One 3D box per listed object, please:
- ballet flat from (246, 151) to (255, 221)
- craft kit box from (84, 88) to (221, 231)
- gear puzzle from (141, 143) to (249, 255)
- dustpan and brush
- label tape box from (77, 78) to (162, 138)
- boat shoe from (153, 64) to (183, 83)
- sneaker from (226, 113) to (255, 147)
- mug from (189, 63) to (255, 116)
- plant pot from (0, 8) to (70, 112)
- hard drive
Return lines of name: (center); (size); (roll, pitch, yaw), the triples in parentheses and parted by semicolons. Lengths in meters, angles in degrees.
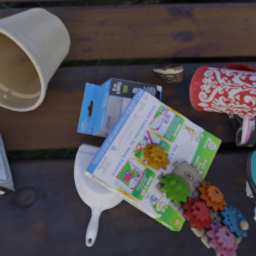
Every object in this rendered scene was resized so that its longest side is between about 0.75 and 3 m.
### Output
ballet flat: (3.160, 1.614, 6.537); (0.861, 0.861, 2.356); (0, 46, 0)
craft kit box: (0.675, 0.702, 6.889); (2.533, 0.622, 2.565); (33, 68, 1)
gear puzzle: (1.408, 1.310, 6.027); (2.843, 0.372, 1.473); (47, 42, 15)
dustpan and brush: (-0.700, 1.652, 6.923); (1.624, 0.666, 2.327); (12, 50, -3)
label tape box: (-0.230, -0.509, 7.835); (2.165, 0.716, 1.551); (9, 73, -5)
boat shoe: (1.236, -1.690, 8.877); (0.547, 0.548, 1.482); (-20, 20, -13)
sneaker: (3.265, -0.477, 8.204); (0.968, 0.900, 2.241); (-7, 61, 43)
mug: (2.851, -1.138, 7.426); (1.908, 1.273, 1.694); (16, 82, 43)
plant pot: (-3.101, -2.299, 8.411); (2.694, 2.694, 2.466); (16, 45, 10)
hard drive: (-3.626, 0.640, 7.019); (0.383, 1.415, 2.025); (-32, 59, 2)
